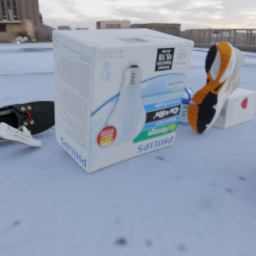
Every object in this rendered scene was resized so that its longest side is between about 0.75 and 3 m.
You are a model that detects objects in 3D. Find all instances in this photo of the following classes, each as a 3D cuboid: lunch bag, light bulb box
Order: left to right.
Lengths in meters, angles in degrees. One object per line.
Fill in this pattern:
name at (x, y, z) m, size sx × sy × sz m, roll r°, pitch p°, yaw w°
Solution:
light bulb box at (-0.189, -0.829, 6.929) m, size 2.828 × 2.853 × 1.780 m, roll -15°, pitch 34°, yaw -34°
lunch bag at (1.504, -1.032, 10.193) m, size 1.979 × 1.015 × 2.462 m, roll 12°, pitch 21°, yaw 0°

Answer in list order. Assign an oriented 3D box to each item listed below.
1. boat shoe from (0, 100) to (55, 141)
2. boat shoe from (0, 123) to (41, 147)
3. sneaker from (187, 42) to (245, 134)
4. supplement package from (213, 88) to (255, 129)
boat shoe at (-3.044, -0.197, 7.924) m, size 2.701 × 0.988 × 0.846 m, roll -16°, pitch 3°, yaw -26°
boat shoe at (-2.725, 0.185, 7.205) m, size 0.456 × 0.446 × 1.288 m, roll 7°, pitch -12°, yaw 33°
sneaker at (2.700, -1.041, 8.215) m, size 1.245 × 2.706 × 1.024 m, roll 0°, pitch 27°, yaw -37°
supplement package at (3.416, -0.727, 9.520) m, size 1.682 × 1.020 × 1.008 m, roll -15°, pitch 25°, yaw -35°
